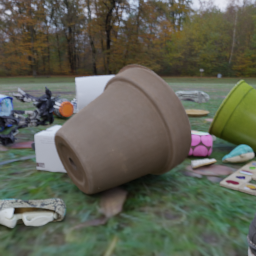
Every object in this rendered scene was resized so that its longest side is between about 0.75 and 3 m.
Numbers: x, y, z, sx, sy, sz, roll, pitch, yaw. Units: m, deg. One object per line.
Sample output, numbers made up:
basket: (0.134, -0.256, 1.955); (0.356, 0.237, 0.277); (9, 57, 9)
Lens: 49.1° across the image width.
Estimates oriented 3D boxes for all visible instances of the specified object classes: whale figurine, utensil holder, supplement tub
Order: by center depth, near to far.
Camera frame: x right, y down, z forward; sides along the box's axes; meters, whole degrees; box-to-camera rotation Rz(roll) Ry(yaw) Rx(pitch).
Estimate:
whale figurine: (2.998, 0.728, 7.699); (0.839, 0.435, 0.667); (-11, -17, -2)
utensil holder: (-1.084, -1.373, 13.356); (2.701, 2.295, 2.295); (-4, 13, -11)
supplement tub: (-3.542, -1.054, 14.572); (0.973, 0.973, 1.588); (-10, 16, -38)

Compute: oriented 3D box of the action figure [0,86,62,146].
action figure: (-3.668, -0.586, 10.210); (1.452, 1.692, 2.846); (18, 32, 15)

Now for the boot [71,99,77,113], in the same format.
boot: (-2.976, -1.534, 16.558); (2.559, 1.156, 0.931); (-8, 16, -38)

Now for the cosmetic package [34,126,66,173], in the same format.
cosmetic package: (-1.762, 0.536, 7.530); (0.962, 0.963, 1.167); (3, 12, 13)

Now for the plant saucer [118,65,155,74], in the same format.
plant saucer: (0.362, -0.753, 9.758); (2.841, 2.841, 0.520); (12, 37, 45)

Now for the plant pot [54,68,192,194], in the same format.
plant pot: (-0.311, 0.232, 6.057); (2.212, 2.536, 2.536); (-29, 25, -28)

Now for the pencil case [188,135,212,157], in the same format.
pencil case: (1.577, 0.496, 8.371); (1.738, 0.789, 0.814); (3, -10, 5)

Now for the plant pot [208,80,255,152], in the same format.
plant pot: (3.768, -0.123, 8.405); (1.884, 1.956, 1.956); (35, 28, 25)

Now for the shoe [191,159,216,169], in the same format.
shoe: (1.995, 0.912, 7.381); (0.755, 0.202, 0.264); (-8, -26, -23)

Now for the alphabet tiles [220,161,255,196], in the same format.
alphabet tiles: (3.670, 1.278, 6.199); (2.515, 0.095, 2.102); (11, 16, 41)

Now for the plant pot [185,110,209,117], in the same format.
plant pot: (3.632, -0.805, 15.571); (1.634, 0.225, 1.634); (1, 12, 0)

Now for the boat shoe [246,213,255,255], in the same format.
boat shoe: (2.862, 1.517, 3.549); (2.514, 0.716, 0.840); (2, 12, 10)

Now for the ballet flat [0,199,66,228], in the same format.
ballet flat: (-1.723, 1.444, 4.694); (1.330, 0.451, 0.501); (0, 23, -13)

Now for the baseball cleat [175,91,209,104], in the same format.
baseball cleat: (2.119, -1.070, 9.334); (1.163, 0.405, 0.619); (10, 14, 16)

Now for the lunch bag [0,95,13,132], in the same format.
lunch bag: (-6.073, -0.626, 11.436); (2.162, 1.621, 2.543); (-2, 3, -9)

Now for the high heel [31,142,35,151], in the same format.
high heel: (-1.978, 0.288, 9.173); (1.992, 0.711, 1.420); (-4, 16, 24)

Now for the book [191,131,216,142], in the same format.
book: (2.263, 0.292, 10.297); (1.562, 0.375, 1.043); (10, 11, 43)
